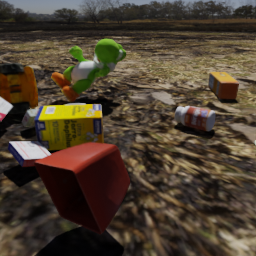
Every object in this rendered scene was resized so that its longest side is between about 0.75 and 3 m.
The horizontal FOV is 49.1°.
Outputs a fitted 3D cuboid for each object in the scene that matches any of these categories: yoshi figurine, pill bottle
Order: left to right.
[{"bbox_3d":[-1.424,-2.403,10.637,2.967,1.668,1.661,-37,25,-6],"label":"yoshi figurine"},{"bbox_3d":[2.016,-0.316,8.511,1.107,0.621,0.621,15,28,31],"label":"pill bottle"}]

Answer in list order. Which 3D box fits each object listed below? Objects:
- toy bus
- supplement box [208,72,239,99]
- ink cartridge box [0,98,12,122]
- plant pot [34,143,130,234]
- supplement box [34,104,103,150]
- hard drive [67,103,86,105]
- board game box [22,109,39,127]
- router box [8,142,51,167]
[{"bbox_3d":[-4.605,-1.279,9.832,2.489,1.689,2.390,-10,9,-23],"label":"toy bus"},{"bbox_3d":[4.053,-1.882,12.059,0.712,0.736,2.139,2,25,3],"label":"supplement box"},{"bbox_3d":[-4.358,-0.653,7.907,1.664,0.694,1.208,39,24,-20],"label":"ink cartridge box"},{"bbox_3d":[-0.606,0.776,4.336,1.076,1.077,0.949,1,29,44],"label":"plant pot"},{"bbox_3d":[-1.513,-0.034,7.424,1.660,0.904,0.909,-3,27,-6],"label":"supplement box"},{"bbox_3d":[-1.609,-0.542,8.878,0.862,0.581,0.182,-1,45,25],"label":"hard drive"},{"bbox_3d":[-2.733,-0.323,8.446,0.751,0.554,0.241,-16,66,-47],"label":"board game box"},{"bbox_3d":[-2.224,0.578,6.400,0.725,0.197,0.808,3,24,-47],"label":"router box"}]
